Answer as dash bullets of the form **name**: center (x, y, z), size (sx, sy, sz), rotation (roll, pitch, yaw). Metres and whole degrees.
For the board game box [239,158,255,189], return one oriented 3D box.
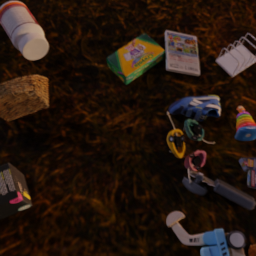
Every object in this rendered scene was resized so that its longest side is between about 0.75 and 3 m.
- **board game box**: center (4.634, 1.582, 10.005), size (1.313, 0.405, 1.313), rotation (12, 66, 7)

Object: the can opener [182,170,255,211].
- **can opener**: center (3.085, 2.226, 9.712), size (2.426, 0.647, 0.811), rotation (28, 101, 12)

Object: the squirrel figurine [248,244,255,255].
- **squirrel figurine**: center (4.149, 4.216, 8.706), size (1.029, 0.780, 1.103), rotation (-20, 52, 2)

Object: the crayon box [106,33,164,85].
- **crayon box**: center (0.319, -2.964, 11.978), size (2.166, 0.631, 1.286), rotation (-37, 70, -16)

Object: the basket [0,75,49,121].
- **basket**: center (-4.113, -1.381, 10.445), size (1.954, 1.394, 1.455), rotation (-18, 57, 10)

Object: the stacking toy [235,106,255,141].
- **stacking toy**: center (4.475, -0.288, 10.782), size (0.839, 0.794, 1.446), rotation (0, 53, 3)

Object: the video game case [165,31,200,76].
- **video game case**: center (2.342, -3.260, 12.186), size (1.489, 0.187, 2.079), rotation (7, 65, -12)

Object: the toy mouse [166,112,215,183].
- **toy mouse**: center (2.268, 0.636, 10.119), size (2.238, 0.487, 2.518), rotation (-6, 83, -38)

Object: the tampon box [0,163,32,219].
- **tampon box**: center (-4.407, 2.256, 9.084), size (1.982, 1.486, 1.251), rotation (-22, 67, -10)

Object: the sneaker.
- **sneaker**: center (2.622, -0.711, 10.883), size (2.089, 0.773, 0.859), rotation (-7, 67, -2)

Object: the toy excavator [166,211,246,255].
- **toy excavator**: center (2.443, 3.636, 8.783), size (2.227, 1.112, 2.165), rotation (-10, 64, 5)

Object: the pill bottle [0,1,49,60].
- **pill bottle**: center (-4.468, -4.150, 12.011), size (1.377, 1.377, 2.514), rotation (-30, 67, -13)

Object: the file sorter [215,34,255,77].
- **file sorter**: center (4.758, -3.127, 11.892), size (1.530, 0.953, 1.061), rotation (-32, 70, -14)
